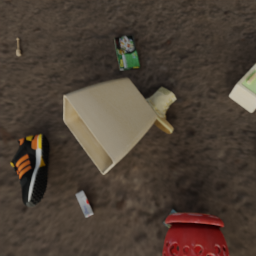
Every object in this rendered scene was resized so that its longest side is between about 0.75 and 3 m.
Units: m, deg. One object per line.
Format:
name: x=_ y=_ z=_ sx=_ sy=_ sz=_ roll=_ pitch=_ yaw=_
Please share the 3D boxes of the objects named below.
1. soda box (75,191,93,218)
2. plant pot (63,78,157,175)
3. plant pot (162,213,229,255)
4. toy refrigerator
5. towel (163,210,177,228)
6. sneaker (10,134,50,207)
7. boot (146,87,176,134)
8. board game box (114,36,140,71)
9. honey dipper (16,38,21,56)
soda box: x=-1.445 y=2.520 z=9.264 sx=0.280 sy=0.260 sz=0.821 roll=-25 pitch=69 yaw=-10
plant pot: x=-0.515 y=-0.198 z=9.156 sx=2.147 sy=2.422 sz=2.425 roll=-34 pitch=83 yaw=-20
plant pot: x=1.929 y=3.382 z=7.991 sx=1.878 sy=1.878 sz=1.710 roll=5 pitch=66 yaw=2
toy refrigerator: x=5.331 y=-2.041 z=10.835 sx=1.101 sy=1.015 sz=2.901 roll=42 pitch=73 yaw=16
towel: x=1.612 y=3.121 z=9.101 sx=0.790 sy=0.086 sz=0.580 roll=36 pitch=70 yaw=15
sneaker: x=-3.375 y=1.419 z=9.369 sx=1.167 sy=0.907 sz=2.595 roll=-6 pitch=55 yaw=5
boot: x=1.385 y=-0.685 z=10.482 sx=1.283 sy=0.601 sz=1.651 roll=-39 pitch=67 yaw=-14
board game box: x=-0.063 y=-3.164 z=11.787 sx=0.853 sy=0.191 sz=1.628 roll=-7 pitch=67 yaw=-5
honey dipper: x=-4.691 y=-3.467 z=11.928 sx=0.176 sy=0.176 sz=0.929 roll=-12 pitch=65 yaw=-5
